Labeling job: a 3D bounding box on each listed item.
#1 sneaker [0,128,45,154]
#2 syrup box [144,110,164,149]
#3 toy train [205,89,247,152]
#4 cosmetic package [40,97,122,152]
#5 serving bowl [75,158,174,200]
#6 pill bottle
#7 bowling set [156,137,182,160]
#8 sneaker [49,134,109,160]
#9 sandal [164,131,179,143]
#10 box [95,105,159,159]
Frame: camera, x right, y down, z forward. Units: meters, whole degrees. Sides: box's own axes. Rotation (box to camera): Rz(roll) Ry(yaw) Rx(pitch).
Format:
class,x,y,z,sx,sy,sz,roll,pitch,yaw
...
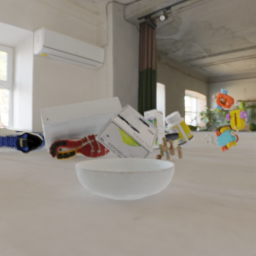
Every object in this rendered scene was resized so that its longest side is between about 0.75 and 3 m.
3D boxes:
class,x,y,z,sx,sy,sz,roll,pitch,yaw
sneaker,-4.109,0.440,10.111,2.269,0.917,1.311,1,-2,-19
syrup box,0.937,0.049,9.910,0.506,1.286,0.524,-14,-17,41
toy train,2.846,-0.190,8.023,0.468,1.683,1.264,-1,23,-29
cosmetic package,-1.438,-0.087,8.637,2.291,0.592,1.727,-11,-25,-18
serving bowl,-0.048,0.723,3.970,1.389,0.457,1.389,1,1,0
pill bottle,2.285,0.054,12.566,0.816,1.427,0.816,-30,5,3
bowling set,1.046,0.622,7.774,0.614,0.473,0.882,-21,21,-28
sneaker,-1.437,0.550,8.486,1.848,0.719,0.759,-1,-1,-16
sandal,0.954,0.403,12.104,2.523,0.540,0.960,-9,-12,33
box,0.072,0.148,6.629,1.130,0.582,1.937,40,17,1
